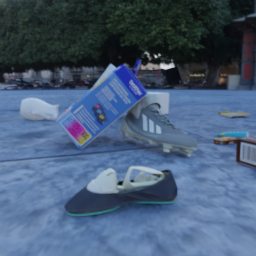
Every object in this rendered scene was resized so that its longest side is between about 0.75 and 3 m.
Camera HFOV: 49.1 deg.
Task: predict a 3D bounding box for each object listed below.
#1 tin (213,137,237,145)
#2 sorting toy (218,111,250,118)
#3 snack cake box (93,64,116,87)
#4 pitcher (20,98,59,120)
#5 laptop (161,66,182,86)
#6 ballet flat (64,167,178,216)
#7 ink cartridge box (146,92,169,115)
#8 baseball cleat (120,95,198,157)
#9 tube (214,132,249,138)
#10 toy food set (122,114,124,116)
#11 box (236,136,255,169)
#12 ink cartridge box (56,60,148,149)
[{"bbox_3d":[3.001,0.393,8.615,0.839,0.176,0.470,-5,15,-25],"label":"tin"},{"bbox_3d":[5.474,-0.697,14.767,1.135,0.204,1.524,-7,11,-13],"label":"sorting toy"},{"bbox_3d":[-0.614,-1.608,12.988,0.997,1.706,2.967,40,4,11],"label":"snack cake box"},{"bbox_3d":[-4.175,-0.776,13.182,1.697,1.029,1.456,9,17,-14],"label":"pitcher"},{"bbox_3d":[1.696,-2.054,11.014,0.421,0.723,0.816,-24,21,-5],"label":"laptop"},{"bbox_3d":[-0.080,0.914,4.357,1.808,0.660,0.660,-3,10,-15],"label":"ballet flat"},{"bbox_3d":[1.292,-1.381,15.683,1.608,1.180,1.174,8,13,42],"label":"ink cartridge box"},{"bbox_3d":[0.798,-0.176,7.846,0.989,1.510,2.837,19,-4,-43],"label":"baseball cleat"},{"bbox_3d":[3.433,0.245,9.305,1.053,0.265,0.408,2,-4,39],"label":"tube"},{"bbox_3d":[-0.856,-0.973,15.108,1.289,0.580,0.615,1,10,4],"label":"toy food set"},{"bbox_3d":[3.458,0.523,6.545,1.734,0.650,0.868,-7,12,-25],"label":"box"},{"bbox_3d":[-0.631,-0.875,8.604,2.967,1.132,2.024,-38,12,1],"label":"ink cartridge box"}]
